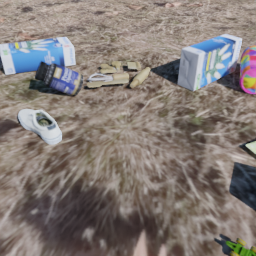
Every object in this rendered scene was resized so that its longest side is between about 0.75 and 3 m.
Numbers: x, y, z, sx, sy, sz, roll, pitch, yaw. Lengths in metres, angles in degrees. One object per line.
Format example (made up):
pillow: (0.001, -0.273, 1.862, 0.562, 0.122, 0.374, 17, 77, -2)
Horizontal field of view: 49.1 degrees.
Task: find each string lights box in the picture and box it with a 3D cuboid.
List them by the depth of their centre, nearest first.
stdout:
string lights box: (3.207, -2.618, 10.950, 2.798, 1.438, 0.825, -27, 43, -32)
string lights box: (-3.935, -3.191, 12.242, 2.938, 0.866, 1.510, -14, 38, -19)

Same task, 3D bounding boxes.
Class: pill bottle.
pill bottle: (-2.403, -1.738, 9.757, 1.505, 0.842, 0.842, 19, 28, -25)

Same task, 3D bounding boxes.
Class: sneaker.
sneaker: (-2.613, -0.244, 8.253, 1.942, 0.687, 0.709, 27, 43, 33)

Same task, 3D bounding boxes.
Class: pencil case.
pencil case: (4.939, -2.326, 10.854, 1.169, 1.169, 2.646, 12, 39, 16)

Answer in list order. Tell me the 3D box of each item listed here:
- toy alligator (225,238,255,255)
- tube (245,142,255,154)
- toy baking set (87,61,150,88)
toy alligator: (2.230, 2.315, 4.964, 1.026, 0.247, 0.340, 24, 75, 39)
tube: (4.175, 0.393, 7.598, 1.865, 0.484, 0.541, -18, 1, -16)
toy baking set: (-0.381, -2.052, 11.188, 2.140, 0.324, 2.789, 9, 36, 18)
